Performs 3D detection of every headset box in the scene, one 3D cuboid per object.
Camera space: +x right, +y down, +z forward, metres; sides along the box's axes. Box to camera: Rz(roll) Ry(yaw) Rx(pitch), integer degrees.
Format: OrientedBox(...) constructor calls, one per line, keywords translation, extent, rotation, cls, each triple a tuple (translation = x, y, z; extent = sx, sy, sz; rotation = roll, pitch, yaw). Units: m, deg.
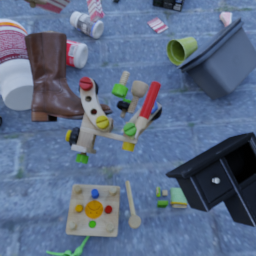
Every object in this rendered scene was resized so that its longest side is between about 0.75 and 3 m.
OrientedBox(translation=(1.901, -5.967, 12.202), extent=(1.330, 0.709, 1.527), rotation=(17, 64, 8), cls="headset box")

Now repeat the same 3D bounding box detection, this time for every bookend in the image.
OrientedBox(translation=(2.122, 1.363, 5.939), extent=(1.905, 0.877, 1.893), rotation=(-25, 88, -17), cls="bookend")

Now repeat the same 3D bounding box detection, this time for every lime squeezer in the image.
OrientedBox(translation=(-1.566, 3.331, 7.698), extent=(1.340, 0.253, 0.473), rotation=(-21, 65, -10), cls="lime squeezer")

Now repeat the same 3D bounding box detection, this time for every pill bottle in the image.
OrientedBox(translation=(-2.394, -2.847, 10.498), extent=(1.601, 0.899, 0.899), rotation=(16, 64, 9), cls="pill bottle")
OrientedBox(translation=(-3.968, -2.157, 9.699), extent=(1.687, 1.687, 2.986), rotation=(-22, 65, -11), cls="pill bottle")
OrientedBox(translation=(-1.671, -4.159, 11.280), extent=(1.241, 0.706, 0.706), rotation=(29, 67, 15), cls="pill bottle")

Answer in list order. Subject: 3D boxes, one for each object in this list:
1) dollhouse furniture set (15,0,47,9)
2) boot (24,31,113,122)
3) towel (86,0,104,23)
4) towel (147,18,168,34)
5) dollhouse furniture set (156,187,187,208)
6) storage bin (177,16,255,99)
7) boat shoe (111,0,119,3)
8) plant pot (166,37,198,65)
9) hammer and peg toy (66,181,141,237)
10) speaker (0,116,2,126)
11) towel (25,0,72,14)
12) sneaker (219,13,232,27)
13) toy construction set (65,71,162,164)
OrientedBox(translation=(-3.420, -2.533, 7.141), extent=(1.882, 1.613, 1.979), rotation=(25, 107, 41), cls="dollhouse furniture set")
OrientedBox(translation=(-1.538, -1.393, 7.091), extent=(2.261, 0.779, 2.426), rotation=(-2, 89, 8), cls="boot")
OrientedBox(translation=(-0.870, -3.262, 6.716), extent=(0.202, 0.986, 1.347), rotation=(-14, 107, -13), cls="towel")
OrientedBox(translation=(1.227, -4.273, 11.686), extent=(0.550, 0.087, 0.763), rotation=(-34, 68, -15), cls="towel")
OrientedBox(translation=(1.305, 2.017, 8.240), extent=(0.930, 0.467, 0.609), rotation=(1, 63, 0), cls="dollhouse furniture set")
OrientedBox(translation=(3.255, -2.279, 9.895), extent=(2.566, 1.867, 1.723), rotation=(-41, 98, -19), cls="storage bin")
OrientedBox(translation=(-0.333, -6.025, 12.431), extent=(0.348, 0.421, 1.228), rotation=(26, 72, 6), cls="boat shoe")
OrientedBox(translation=(2.109, -3.002, 10.631), extent=(0.905, 0.985, 0.985), rotation=(-30, 66, -27), cls="plant pot")
OrientedBox(translation=(-0.659, 2.300, 7.943), extent=(2.020, 0.712, 1.486), rotation=(2, 58, 1), cls="hammer and peg toy")
OrientedBox(translation=(-5.059, -0.487, 9.432), extent=(1.573, 0.639, 0.639), rotation=(28, 66, 13), cls="speaker")
OrientedBox(translation=(-1.812, -4.338, 7.951), extent=(2.438, 1.784, 0.365), rotation=(-38, 86, 19), cls="towel")
OrientedBox(translation=(4.018, -4.470, 11.643), extent=(0.482, 0.347, 0.922), rotation=(14, 59, 5), cls="sneaker")
OrientedBox(translation=(-0.302, 0.013, 5.936), extent=(2.028, 2.432, 1.868), rotation=(23, 81, -18), cls="toy construction set")
